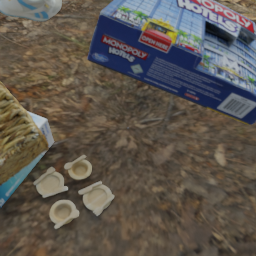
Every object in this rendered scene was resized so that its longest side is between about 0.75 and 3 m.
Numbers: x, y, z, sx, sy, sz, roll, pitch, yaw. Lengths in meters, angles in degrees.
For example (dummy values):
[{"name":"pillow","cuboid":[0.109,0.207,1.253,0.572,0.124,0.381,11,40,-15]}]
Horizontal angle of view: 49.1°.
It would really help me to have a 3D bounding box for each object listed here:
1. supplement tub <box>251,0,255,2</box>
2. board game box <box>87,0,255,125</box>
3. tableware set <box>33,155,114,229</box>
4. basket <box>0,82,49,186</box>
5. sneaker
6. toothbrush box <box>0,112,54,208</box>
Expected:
[{"name":"supplement tub","cuboid":[3.053,-3.760,6.726,1.166,1.166,1.604,-25,52,-19]},{"name":"board game box","cuboid":[1.044,-1.741,4.673,2.733,0.843,2.731,20,53,-9]},{"name":"tableware set","cuboid":[-1.359,1.521,6.905,1.529,0.212,1.831,-27,55,-21]},{"name":"basket","cuboid":[-2.307,0.270,4.075,1.865,1.389,1.331,-40,88,-15]},{"name":"sneaker","cuboid":[-1.903,-2.726,5.876,0.749,0.709,1.854,-18,13,27]},{"name":"toothbrush box","cuboid":[-3.352,0.597,7.159,1.745,1.016,2.383,21,52,16]}]
